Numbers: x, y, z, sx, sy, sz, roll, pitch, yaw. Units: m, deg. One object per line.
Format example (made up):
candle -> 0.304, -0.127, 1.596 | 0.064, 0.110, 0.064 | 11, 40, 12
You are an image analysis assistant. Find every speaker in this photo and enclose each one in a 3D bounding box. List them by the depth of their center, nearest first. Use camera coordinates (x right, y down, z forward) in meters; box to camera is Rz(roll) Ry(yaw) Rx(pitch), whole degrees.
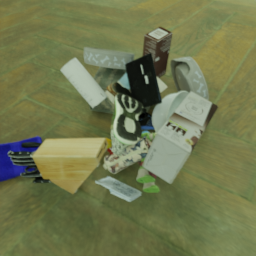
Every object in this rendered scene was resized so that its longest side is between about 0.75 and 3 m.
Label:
speaker -> -1.687, -1.709, 10.746 | 1.933, 0.785, 0.785 | 49, 49, -8

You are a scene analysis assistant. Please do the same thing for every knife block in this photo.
knife block -> -2.257, 0.822, 8.519 | 2.408, 2.744, 0.878 | 33, 39, -9

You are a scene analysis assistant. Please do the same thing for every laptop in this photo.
laptop -> 0.530, -1.497, 9.706 | 1.844, 1.634, 0.952 | -12, 1, 44

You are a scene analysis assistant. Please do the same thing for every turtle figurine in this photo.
turtle figurine -> 1.057, 0.967, 9.291 | 2.177, 1.566, 2.111 | 15, 53, -7

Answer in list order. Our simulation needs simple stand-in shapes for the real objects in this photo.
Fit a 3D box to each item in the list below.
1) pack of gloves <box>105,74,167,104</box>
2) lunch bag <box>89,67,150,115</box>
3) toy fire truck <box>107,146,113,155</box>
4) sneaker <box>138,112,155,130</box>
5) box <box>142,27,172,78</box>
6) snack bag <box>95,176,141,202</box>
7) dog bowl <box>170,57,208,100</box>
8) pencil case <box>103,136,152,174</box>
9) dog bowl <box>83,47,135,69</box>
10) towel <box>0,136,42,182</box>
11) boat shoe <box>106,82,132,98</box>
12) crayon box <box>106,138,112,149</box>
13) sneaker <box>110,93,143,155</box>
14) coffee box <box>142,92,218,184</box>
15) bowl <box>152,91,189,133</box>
pack of gloves -> 0.297, -1.427, 11.086 | 1.967, 0.388, 1.653 | -43, 70, 0
lunch bag -> -0.143, -1.702, 12.403 | 2.724, 1.601, 2.234 | 12, 45, 8
toy fire truck -> -0.283, 0.950, 9.800 | 0.919, 0.516, 0.772 | 35, 11, 4
sneaker -> 0.878, -0.307, 11.217 | 1.627, 0.634, 0.570 | -5, 23, -30
box -> 1.111, -2.915, 11.300 | 0.727, 1.939, 0.971 | 36, 56, 25
snack bag -> -0.304, 1.887, 8.737 | 1.301, 0.139, 1.227 | 23, 4, 17
dog bowl -> 2.596, -1.872, 11.860 | 0.719, 2.453, 2.453 | -22, 44, 0
pencil case -> 0.018, 0.855, 8.555 | 1.600, 0.716, 0.623 | -28, 73, 19
dog bowl -> -0.795, -2.867, 11.510 | 2.206, 0.647, 2.206 | 8, 16, -2
towel -> -4.138, 1.075, 10.005 | 2.257, 0.559, 1.667 | -15, 43, -16
boat shoe -> -0.301, -1.231, 9.989 | 0.452, 1.225, 0.463 | -9, 60, 33
crayon box -> -0.708, 0.606, 10.327 | 0.786, 0.499, 0.200 | 26, 65, -20
sneaker -> -0.210, -0.158, 8.444 | 0.956, 1.102, 2.487 | 26, 34, -13
coffee box -> 1.471, 0.189, 7.707 | 0.944, 1.337, 2.365 | 31, 45, 13
bowl -> 1.553, -0.350, 10.405 | 0.964, 2.145, 2.145 | 12, 40, 36
